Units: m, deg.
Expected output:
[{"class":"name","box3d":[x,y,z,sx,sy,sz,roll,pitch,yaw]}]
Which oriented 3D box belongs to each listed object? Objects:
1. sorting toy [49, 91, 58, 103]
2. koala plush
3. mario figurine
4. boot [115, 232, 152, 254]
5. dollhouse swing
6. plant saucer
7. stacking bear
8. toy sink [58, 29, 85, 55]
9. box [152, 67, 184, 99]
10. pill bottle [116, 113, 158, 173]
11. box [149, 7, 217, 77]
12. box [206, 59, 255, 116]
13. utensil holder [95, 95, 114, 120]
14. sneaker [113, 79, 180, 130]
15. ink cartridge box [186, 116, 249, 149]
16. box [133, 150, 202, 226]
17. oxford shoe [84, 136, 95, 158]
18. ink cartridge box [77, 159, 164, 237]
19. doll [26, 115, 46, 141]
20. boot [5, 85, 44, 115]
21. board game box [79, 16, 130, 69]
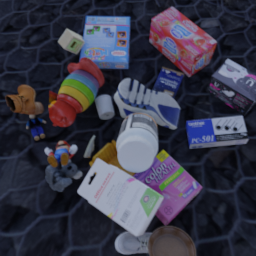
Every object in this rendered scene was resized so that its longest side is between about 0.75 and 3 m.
[{"class":"sorting toy","box3d":[-2.835,-1.069,12.018,1.454,0.504,0.501,27,90,7]},{"class":"koala plush","box3d":[-2.344,1.699,10.328,1.017,1.054,1.147,41,48,10]},{"class":"mario figurine","box3d":[-2.493,0.830,10.289,1.074,1.739,0.922,24,95,-10]},{"class":"boot","box3d":[0.577,3.555,8.749,1.877,0.897,0.690,8,67,-35]},{"class":"dollhouse swing","box3d":[-0.502,1.414,10.329,1.270,1.154,1.116,-42,53,-20]},{"class":"plant saucer","box3d":[1.237,3.530,8.076,1.391,0.254,1.391,3,41,-3]},{"class":"stacking bear","box3d":[-2.178,-1.228,11.120,1.621,1.518,2.670,-6,48,49]},{"class":"toy sink","box3d":[-2.476,-3.868,12.781,0.734,1.126,0.631,-48,67,17]},{"class":"box","box3d":[1.733,-1.889,12.486,1.037,0.277,1.711,20,65,10]},{"class":"pill bottle","box3d":[0.339,0.465,9.912,1.427,1.427,2.452,6,23,3]},{"class":"box","box3d":[2.419,-3.968,12.907,1.390,1.452,2.912,-35,68,-17]},{"class":"box","box3d":[4.606,-1.759,11.898,1.992,1.143,1.316,38,69,18]},{"class":"utensil holder","box3d":[-0.967,-0.847,11.701,0.697,0.697,0.820,-14,66,-7]},{"class":"sneaker","box3d":[0.590,-0.884,11.456,2.899,1.674,1.171,27,67,-20]},{"class":"ink cartridge box","box3d":[3.474,0.179,11.079,2.209,0.488,1.038,-5,63,5]},{"class":"box","box3d":[1.295,2.104,9.990,1.693,0.931,1.925,-38,67,-18]},{"class":"oxford shoe","box3d":[-1.456,0.752,10.963,0.274,0.357,0.949,22,72,-9]},{"class":"ink cartridge box","box3d":[-0.267,2.162,9.003,2.420,0.815,1.417,29,86,22]},{"class":"doll","box3d":[-3.774,-0.090,11.510,0.826,0.293,1.210,-23,64,-13]},{"class":"boot","box3d":[-4.425,-1.174,11.413,0.679,1.374,1.770,-47,68,25]},{"class":"board game box","box3d":[-1.060,-4.168,13.524,2.237,0.541,2.958,2,62,1]}]
